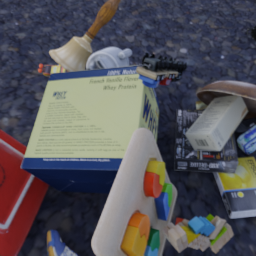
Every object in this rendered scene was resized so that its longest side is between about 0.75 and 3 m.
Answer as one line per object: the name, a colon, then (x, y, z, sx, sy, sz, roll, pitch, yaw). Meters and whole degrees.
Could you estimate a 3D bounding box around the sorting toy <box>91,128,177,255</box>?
sorting toy: (0.404, 1.642, 5.447, 0.467, 2.558, 2.368, 3, 54, 28)

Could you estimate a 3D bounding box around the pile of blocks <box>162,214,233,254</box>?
pile of blocks: (1.417, 2.012, 5.719, 0.627, 2.018, 0.828, 39, 101, 47)

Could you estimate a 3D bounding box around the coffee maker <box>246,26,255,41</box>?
coffee maker: (5.582, -3.966, 11.262, 1.081, 0.728, 1.039, -23, 54, -18)

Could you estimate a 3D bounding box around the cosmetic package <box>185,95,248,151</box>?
cosmetic package: (2.264, -0.137, 7.115, 1.598, 0.568, 0.840, -44, 22, -27)

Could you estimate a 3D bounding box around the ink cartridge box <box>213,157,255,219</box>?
ink cartridge box: (3.096, 1.435, 7.066, 1.588, 0.373, 1.570, -7, 43, 0)

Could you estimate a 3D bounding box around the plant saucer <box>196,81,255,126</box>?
plant saucer: (3.218, -0.555, 7.215, 2.904, 2.904, 0.466, 23, 90, 18)

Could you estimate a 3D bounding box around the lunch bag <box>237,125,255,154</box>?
lunch bag: (3.501, 0.252, 7.697, 0.995, 0.800, 0.410, -37, 55, 4)

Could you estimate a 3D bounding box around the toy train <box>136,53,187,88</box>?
toy train: (0.850, -1.337, 6.636, 0.499, 0.670, 2.925, 25, 19, 17)

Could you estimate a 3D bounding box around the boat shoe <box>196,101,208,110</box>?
boat shoe: (2.541, -0.731, 8.734, 0.914, 0.288, 0.334, -11, 19, -17)

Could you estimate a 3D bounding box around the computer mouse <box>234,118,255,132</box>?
computer mouse: (3.353, -0.118, 7.515, 1.321, 0.928, 0.304, -12, 87, -47)

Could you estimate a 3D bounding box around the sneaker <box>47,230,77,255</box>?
sneaker: (-1.268, 2.888, 5.972, 0.694, 0.593, 1.575, -14, 58, -26)

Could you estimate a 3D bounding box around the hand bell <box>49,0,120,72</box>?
hand bell: (-0.988, -2.575, 7.606, 2.281, 1.188, 1.188, -49, 58, 12)

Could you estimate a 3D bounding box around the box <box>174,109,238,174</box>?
box: (2.087, 0.294, 7.753, 1.561, 0.493, 1.980, 2, 44, 9)

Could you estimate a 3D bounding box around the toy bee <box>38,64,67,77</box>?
toy bee: (-2.305, -1.692, 8.801, 1.652, 0.898, 1.081, -21, 68, 35)

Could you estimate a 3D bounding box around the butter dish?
butter dish: (-3.546, 1.436, 6.200, 2.779, 2.060, 2.787, 41, 33, -22)

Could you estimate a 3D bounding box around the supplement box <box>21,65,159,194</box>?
supplement box: (-0.693, 0.101, 6.762, 2.555, 1.715, 2.553, -2, 61, 17)

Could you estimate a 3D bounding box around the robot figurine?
robot figurine: (-0.631, -2.024, 9.216, 1.702, 1.134, 2.007, -27, 12, 24)
